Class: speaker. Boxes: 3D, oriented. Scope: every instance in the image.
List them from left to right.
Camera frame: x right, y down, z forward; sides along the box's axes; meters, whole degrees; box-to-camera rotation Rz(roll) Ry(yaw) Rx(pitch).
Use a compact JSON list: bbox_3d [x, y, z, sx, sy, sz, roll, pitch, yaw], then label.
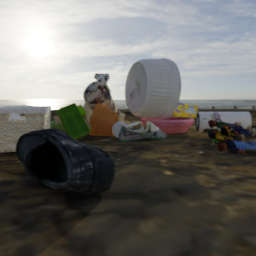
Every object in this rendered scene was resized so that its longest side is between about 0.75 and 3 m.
[{"bbox_3d":[3.637,-0.237,10.724,1.939,0.787,0.787,0,5,4],"label":"speaker"}]

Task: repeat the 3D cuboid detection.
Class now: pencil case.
[{"bbox_3d":[-1.088,-1.079,12.656,1.104,1.270,2.839,46,-5,17],"label":"pencil case"}]

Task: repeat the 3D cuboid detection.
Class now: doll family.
[{"bbox_3d":[2.878,0.229,7.996,1.133,0.769,1.961,4,8,-8],"label":"doll family"}]

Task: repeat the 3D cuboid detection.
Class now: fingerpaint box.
[{"bbox_3d":[2.107,-0.818,12.765,1.435,0.631,1.720,9,5,44],"label":"fingerpaint box"}]

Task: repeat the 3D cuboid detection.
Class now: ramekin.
[{"bbox_3d":[0.924,-1.658,12.025,1.435,2.734,2.734,1,4,-25],"label":"ramekin"}]

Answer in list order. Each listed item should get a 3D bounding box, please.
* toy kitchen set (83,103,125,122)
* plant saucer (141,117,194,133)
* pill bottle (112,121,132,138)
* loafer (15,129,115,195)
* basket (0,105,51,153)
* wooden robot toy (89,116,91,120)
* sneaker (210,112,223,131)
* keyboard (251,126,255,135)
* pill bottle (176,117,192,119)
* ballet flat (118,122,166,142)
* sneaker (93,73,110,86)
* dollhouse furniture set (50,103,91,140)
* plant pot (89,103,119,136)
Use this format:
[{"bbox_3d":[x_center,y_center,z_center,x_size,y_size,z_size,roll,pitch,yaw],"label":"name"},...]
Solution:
[{"bbox_3d":[-1.404,-0.504,15.499,2.119,1.248,1.698,20,6,4],"label":"toy kitchen set"},{"bbox_3d":[1.744,-0.137,12.602,2.360,0.598,2.360,1,6,0],"label":"plant saucer"},{"bbox_3d":[-0.180,0.035,10.675,0.603,0.603,1.156,1,6,13],"label":"pill bottle"},{"bbox_3d":[-1.288,0.461,4.555,0.897,0.868,2.556,7,2,-45],"label":"loafer"},{"bbox_3d":[-2.989,-0.029,7.922,1.531,1.242,1.544,-1,5,-10],"label":"basket"},{"bbox_3d":[-1.434,-0.266,12.705,1.664,0.755,0.733,-6,-1,-43],"label":"wooden robot toy"},{"bbox_3d":[3.105,-0.193,9.682,0.306,0.817,0.407,-32,9,-12],"label":"sneaker"},{"bbox_3d":[4.547,0.032,12.376,1.639,0.350,2.730,-9,9,-22],"label":"keyboard"},{"bbox_3d":[2.485,-0.508,14.929,1.627,0.917,0.917,-1,5,-9],"label":"pill bottle"},{"bbox_3d":[0.561,0.103,9.740,1.886,0.678,0.678,-2,6,-26],"label":"ballet flat"},{"bbox_3d":[-1.112,-1.843,10.582,0.559,0.343,0.859,5,36,21],"label":"sneaker"},{"bbox_3d":[-2.258,0.067,10.142,1.446,1.117,2.893,-26,-1,-30],"label":"dollhouse furniture set"},{"bbox_3d":[-0.916,-0.230,10.905,0.895,1.279,1.279,16,7,6],"label":"plant pot"}]
